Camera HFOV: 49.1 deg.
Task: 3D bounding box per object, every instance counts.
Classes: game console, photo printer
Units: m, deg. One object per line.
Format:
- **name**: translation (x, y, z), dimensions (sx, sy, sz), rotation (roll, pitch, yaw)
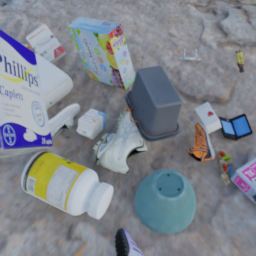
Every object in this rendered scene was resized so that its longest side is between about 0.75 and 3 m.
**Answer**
- **game console**: translation (3.646, -0.089, 9.593), dimensions (0.821, 0.543, 0.933), rotation (13, 48, -17)
- **photo printer**: translation (-3.835, -1.429, 10.372), dimensions (2.316, 0.967, 2.783), rotation (35, 59, 18)

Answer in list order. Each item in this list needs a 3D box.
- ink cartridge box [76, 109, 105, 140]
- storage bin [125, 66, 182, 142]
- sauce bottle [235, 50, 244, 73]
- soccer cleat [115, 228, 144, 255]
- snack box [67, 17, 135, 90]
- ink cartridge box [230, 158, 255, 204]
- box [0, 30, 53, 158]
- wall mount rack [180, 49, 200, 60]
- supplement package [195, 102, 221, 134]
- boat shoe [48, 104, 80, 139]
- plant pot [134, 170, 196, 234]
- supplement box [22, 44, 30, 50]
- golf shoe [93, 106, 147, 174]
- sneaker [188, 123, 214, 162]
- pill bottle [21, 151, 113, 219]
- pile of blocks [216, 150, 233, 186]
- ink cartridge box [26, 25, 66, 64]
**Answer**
- **ink cartridge box**: translation (-1.247, -0.110, 9.431), dimensions (0.605, 0.589, 0.941), rotation (19, 38, 17)
- **storage bin**: translation (0.698, -0.800, 8.248), dimensions (1.449, 1.337, 1.991), rotation (-12, 55, -16)
- **sauce bottle**: translation (4.630, -2.741, 11.577), dimensions (0.297, 0.917, 0.297), rotation (-15, 10, 3)
- **soccer cleat**: translation (0.233, 3.313, 6.839), dimensions (0.681, 0.634, 1.860), rotation (0, 42, -31)
- **snack box**: translation (-0.928, -2.745, 10.401), dimensions (2.010, 2.383, 0.806), rotation (24, 59, 33)
- **ink cartridge box**: translation (4.501, 1.960, 7.848), dimensions (1.655, 0.582, 2.774), rotation (-25, 58, -25)
- **box**: translation (-3.326, -0.752, 6.982), dimensions (1.541, 2.701, 2.937), rotation (-13, 86, 6)
- **wall mount rack**: translation (2.738, -3.201, 12.305), dimensions (0.872, 0.325, 0.758), rotation (5, 32, 10)
- **supplement package**: translation (2.657, -0.330, 9.329), dimensions (0.509, 0.503, 0.839), rotation (-28, 54, 9)
- **boat shoe**: translation (-2.221, -0.177, 9.575), dimensions (0.608, 0.639, 1.776), rotation (43, 51, 6)
- **plant pot**: translation (1.058, 1.816, 7.634), dimensions (1.742, 1.173, 1.742), rotation (0, 50, 0)
- **supplement box**: translation (-5.080, -3.291, 12.337), dimensions (1.337, 0.491, 0.842), rotation (4, 49, 4)
- **golf shoe**: translation (0.128, 0.257, 9.130), dimensions (1.394, 1.122, 2.866), rotation (29, 64, 13)
- **sneaker**: translation (2.189, 0.475, 8.827), dimensions (0.700, 0.484, 1.249), rotation (-14, 69, -5)
- **pill bottle**: translation (-1.643, 1.598, 7.721), dimensions (2.318, 1.298, 1.298), rotation (20, 53, 16)
- **pile of blocks**: translation (3.044, 1.158, 8.650), dimensions (0.493, 0.373, 1.200), rotation (-1, 53, 6)
- **ink cartridge box**: translation (-3.403, -3.425, 11.683), dimensions (0.994, 0.561, 1.354), rotation (-35, 97, 2)
